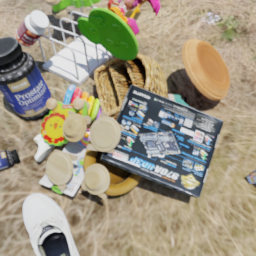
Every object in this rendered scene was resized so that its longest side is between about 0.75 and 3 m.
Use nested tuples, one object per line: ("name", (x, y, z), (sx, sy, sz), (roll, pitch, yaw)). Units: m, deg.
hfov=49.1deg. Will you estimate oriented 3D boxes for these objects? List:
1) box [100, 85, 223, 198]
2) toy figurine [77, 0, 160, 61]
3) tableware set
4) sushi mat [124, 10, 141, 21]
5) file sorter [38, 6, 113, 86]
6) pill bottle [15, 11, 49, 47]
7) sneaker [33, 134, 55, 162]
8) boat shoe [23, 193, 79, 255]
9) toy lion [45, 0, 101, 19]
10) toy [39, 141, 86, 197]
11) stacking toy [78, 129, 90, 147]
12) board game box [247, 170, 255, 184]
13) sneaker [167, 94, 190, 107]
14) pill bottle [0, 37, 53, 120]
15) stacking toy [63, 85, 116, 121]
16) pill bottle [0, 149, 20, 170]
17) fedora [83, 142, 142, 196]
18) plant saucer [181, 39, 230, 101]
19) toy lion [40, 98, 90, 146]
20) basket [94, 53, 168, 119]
("box", (0.998, 0.379, 8.185), (2.989, 0.688, 2.376), (21, 77, 0))
("toy figurine", (-0.066, -4.080, 9.919), (2.766, 2.077, 2.546), (23, 67, 38))
("tableware set", (-1.264, 0.681, 7.834), (2.117, 0.294, 2.534), (18, 92, 27))
("sushi mat", (-0.112, -4.560, 12.506), (0.804, 1.682, 0.102), (-7, 61, -39))
("file sorter", (-2.067, -3.628, 11.882), (2.021, 1.813, 2.912), (27, 57, 20))
("pill bottle", (-3.540, -3.635, 10.315), (0.792, 1.388, 0.792), (18, 62, -38))
("sneaker", (-2.895, 0.617, 9.230), (0.664, 0.423, 1.148), (28, 35, 3))
("boat shoe", (-1.974, 2.799, 7.302), (1.098, 0.976, 2.985), (-31, 58, -22))
("toy lion", (-2.372, -6.235, 12.343), (2.779, 0.995, 2.899), (-25, 60, -2))
("toy", (-1.679, 1.197, 8.854), (1.204, 0.493, 2.090), (16, 47, 19))
("stacking toy", (-1.254, 0.256, 8.607), (0.600, 1.034, 0.568), (17, 79, 2))
("board game box", (4.173, 1.462, 8.555), (0.898, 0.899, 0.277), (-26, 98, -6))
("sneaker", (1.918, -0.351, 9.938), (0.866, 0.774, 2.168), (-1, 56, -5))
("pill bottle", (-3.738, -1.661, 9.656), (1.493, 2.670, 1.493), (-6, 50, 7))
("stacking toy", (-1.239, -0.632, 10.047), (2.163, 1.187, 1.255), (17, 25, -8))
("pill bottle", (-4.034, 1.030, 8.928), (1.014, 0.567, 0.567), (-18, 53, -21))
("fedora", (-0.450, 1.085, 8.610), (2.006, 0.818, 2.006), (5, 70, -13))
("plant saucer", (2.953, -2.198, 10.247), (2.500, 0.468, 2.500), (20, 57, -35))
("toy lion", (-2.079, -0.167, 9.007), (1.572, 0.540, 1.506), (1, 82, 18))
("basket", (0.079, -1.599, 9.877), (1.883, 1.804, 2.527), (11, 45, -29))
